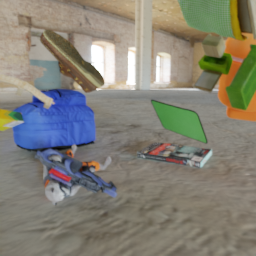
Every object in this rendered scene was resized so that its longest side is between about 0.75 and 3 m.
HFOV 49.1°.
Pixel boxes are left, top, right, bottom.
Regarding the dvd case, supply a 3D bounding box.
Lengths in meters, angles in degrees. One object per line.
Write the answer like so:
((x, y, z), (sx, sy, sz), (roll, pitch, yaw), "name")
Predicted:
((1.712, 0.942, 10.249), (2.314, 0.255, 1.689), (5, 13, 27), "dvd case")

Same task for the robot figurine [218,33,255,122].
((3.154, -1.441, 7.198), (1.867, 2.596, 1.514), (-19, 35, -22), "robot figurine")

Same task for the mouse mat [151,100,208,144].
((1.202, -0.155, 6.658), (1.376, 1.108, 0.052), (21, 63, 42), "mouse mat")

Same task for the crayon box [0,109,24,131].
((-4.221, -0.248, 9.041), (0.931, 0.373, 1.467), (-20, -7, 12), "crayon box")

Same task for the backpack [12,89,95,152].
((-3.123, -0.307, 11.172), (2.867, 2.406, 2.330), (-12, 10, -37), "backpack")

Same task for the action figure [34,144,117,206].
((-1.273, 1.331, 7.335), (2.248, 1.176, 2.175), (29, 27, 12), "action figure")

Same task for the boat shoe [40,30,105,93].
((-1.402, -1.511, 6.781), (0.647, 1.915, 0.689), (-33, 40, 21), "boat shoe")

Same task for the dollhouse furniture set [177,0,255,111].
((1.467, -1.387, 4.825), (1.337, 1.025, 2.041), (24, -13, 39), "dollhouse furniture set")

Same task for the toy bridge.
((-3.431, -1.260, 8.993), (2.258, 0.307, 0.759), (25, -24, -22), "toy bridge")
